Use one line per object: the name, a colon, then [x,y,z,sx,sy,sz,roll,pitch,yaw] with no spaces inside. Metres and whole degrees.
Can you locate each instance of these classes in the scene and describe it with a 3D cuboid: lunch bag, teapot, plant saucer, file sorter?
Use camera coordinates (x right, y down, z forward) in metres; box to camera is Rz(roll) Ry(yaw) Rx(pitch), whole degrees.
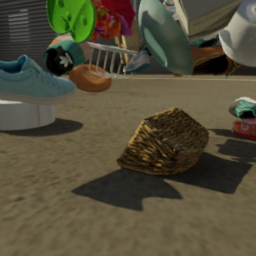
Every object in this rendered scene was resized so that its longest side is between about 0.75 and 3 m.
lunch bag: [4.066,-0.038,9.210,1.241,0.508,1.093,-7,15,-27]
teapot: [3.488,-2.451,7.782,2.188,1.619,2.216,-3,51,-10]
plant saucer: [-1.379,-1.874,10.304,1.604,0.259,1.604,10,42,-9]
file sorter: [-0.634,-2.231,9.453,1.112,0.998,1.603,24,21,33]
plant saucer: [0.838,-2.276,7.387,0.455,2.362,2.362,-33,17,-2]

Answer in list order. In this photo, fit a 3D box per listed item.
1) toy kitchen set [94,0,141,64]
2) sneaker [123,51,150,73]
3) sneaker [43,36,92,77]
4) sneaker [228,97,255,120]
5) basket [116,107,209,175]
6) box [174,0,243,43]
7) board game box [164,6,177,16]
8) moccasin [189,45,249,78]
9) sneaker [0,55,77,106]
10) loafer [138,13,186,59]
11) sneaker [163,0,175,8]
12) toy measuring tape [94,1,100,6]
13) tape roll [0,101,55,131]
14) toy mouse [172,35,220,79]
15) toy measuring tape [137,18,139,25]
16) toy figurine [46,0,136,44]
toy kitchen set: [-0.970,-3.571,10.663,2.276,2.522,2.058,-16,25,-8]
sneaker: [0.255,-2.040,8.823,0.458,0.484,1.198,-3,-5,-36]
sneaker: [-2.296,-2.298,9.106,1.192,1.065,2.983,-38,23,-20]
sneaker: [4.698,-0.663,11.198,1.047,0.890,2.295,-22,12,-18]
basket: [0.944,0.532,6.699,1.374,1.435,1.926,42,31,18]
box: [1.586,-2.555,5.856,1.094,0.911,2.663,-21,4,17]
board game box: [1.753,-4.630,10.700,0.794,0.795,0.245,23,-7,32]
moccasin: [3.165,-2.241,9.518,2.975,1.088,1.148,-5,50,-26]
sneaker: [-2.234,-1.163,6.670,2.428,0.995,0.898,-5,44,-41]
loafer: [1.531,-3.371,10.395,2.953,1.033,1.031,-23,39,43]
sneaker: [1.481,-3.778,8.073,0.992,0.399,0.379,-29,65,-25]
toy measuring tape: [-1.495,-3.505,8.772,2.342,0.862,0.862,5,14,5]
tape roll: [-4.298,-0.697,10.924,2.826,0.988,2.826,0,13,0]
toy mouse: [2.653,-2.818,10.474,2.516,0.548,2.831,-34,-21,7]
toy measuring tape: [0.839,-4.047,10.557,0.757,0.757,2.059,5,25,19]
toy figurine: [-0.553,-2.640,6.525,1.937,1.580,2.105,-2,51,-44]
